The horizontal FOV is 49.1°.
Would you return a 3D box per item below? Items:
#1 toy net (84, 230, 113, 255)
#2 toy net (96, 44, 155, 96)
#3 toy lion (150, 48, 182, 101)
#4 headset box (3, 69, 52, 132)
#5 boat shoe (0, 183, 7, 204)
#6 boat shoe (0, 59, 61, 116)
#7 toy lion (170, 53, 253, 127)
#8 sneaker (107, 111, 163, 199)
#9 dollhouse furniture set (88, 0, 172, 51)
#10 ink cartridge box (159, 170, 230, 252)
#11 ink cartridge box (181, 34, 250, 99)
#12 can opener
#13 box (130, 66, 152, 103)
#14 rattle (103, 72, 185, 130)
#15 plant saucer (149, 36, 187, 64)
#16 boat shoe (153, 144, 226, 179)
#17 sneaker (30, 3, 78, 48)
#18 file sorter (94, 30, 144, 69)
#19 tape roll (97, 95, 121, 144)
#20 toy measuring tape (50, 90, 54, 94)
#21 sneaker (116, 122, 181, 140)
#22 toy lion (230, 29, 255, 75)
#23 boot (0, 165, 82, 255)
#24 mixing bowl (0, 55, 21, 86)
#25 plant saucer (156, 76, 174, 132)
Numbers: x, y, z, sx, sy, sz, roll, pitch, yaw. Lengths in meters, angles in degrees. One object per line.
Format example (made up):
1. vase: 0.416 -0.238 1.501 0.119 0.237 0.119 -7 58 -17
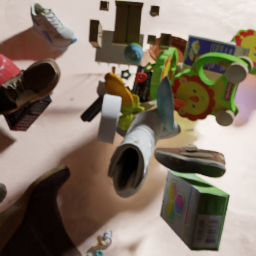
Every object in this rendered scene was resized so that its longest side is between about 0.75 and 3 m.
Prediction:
1. toy net: -0.725 3.303 7.519 0.633 0.233 1.206 28 59 18
2. toy net: -0.156 -1.586 8.565 1.979 1.038 0.382 -40 31 25
3. toy lion: 1.296 -1.848 9.791 0.805 2.247 2.345 12 67 18
4. headset box: -3.575 -0.829 9.471 1.812 0.700 1.348 -44 65 22
5. boat shoe: -4.523 2.391 7.857 0.833 0.878 2.319 24 48 20
6. boat shoe: -3.052 -1.037 8.014 2.665 1.009 0.957 -30 15 21
7. toy lion: 2.401 -1.211 8.883 2.349 2.451 0.841 22 42 24
8. sneaker: -0.087 1.146 7.181 1.101 2.990 1.728 23 37 10
9. dollhouse furniture set: 0.089 -3.258 9.127 2.571 1.138 1.332 4 98 -1
10. ink cartridge box: 1.342 1.753 6.686 0.709 2.390 1.241 8 95 -15
11. ink cartridge box: 2.969 -2.050 9.947 2.146 2.126 0.466 23 35 25
12. can opener: -0.677 -0.701 8.489 1.805 0.481 0.604 -43 72 19
13. box: 0.586 -1.452 9.888 0.275 0.949 1.194 10 84 49
14. rattle: 0.528 -1.038 8.475 2.466 1.606 1.762 -25 92 -22
15. plant saucer: 1.864 -3.320 12.222 1.946 0.314 1.946 0 55 0
16. boat shoe: 1.393 0.684 6.359 1.630 0.617 0.585 12 51 16
17. sneaker: -3.442 -4.598 12.622 2.851 1.152 1.091 35 60 21
18. file sorter: -0.328 -3.035 11.162 1.797 1.119 1.247 6 89 1
19. tape roll: -0.506 -0.212 7.337 0.443 1.267 1.267 10 54 -5
20. toy measuring tape: -2.954 -1.893 11.148 0.418 0.418 1.136 3 54 2
21. sneaker: 0.597 0.088 9.087 2.392 0.847 0.874 3 70 45
22. toy lion: 5.543 -2.991 11.234 2.918 1.002 2.797 -35 75 -23
23. boot: -2.091 2.655 7.744 2.355 1.024 2.831 41 62 12
24. mixing bowl: -5.218 -1.942 10.617 2.468 1.337 2.468 0 55 -1
25. plant saucer: 0.918 -0.596 7.222 0.283 1.471 1.471 -7 55 0
